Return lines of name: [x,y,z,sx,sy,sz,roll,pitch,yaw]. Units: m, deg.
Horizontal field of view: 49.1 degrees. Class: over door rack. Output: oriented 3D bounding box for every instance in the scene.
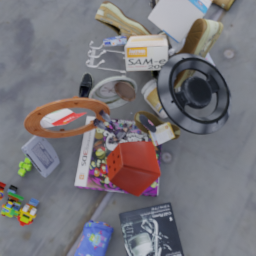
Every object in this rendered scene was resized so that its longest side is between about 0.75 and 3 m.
over door rack: [-0.750,-2.708,10.785,1.596,0.532,1.179,14,54,-13]

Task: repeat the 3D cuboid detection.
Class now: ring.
ring: [-1.857,-0.300,8.696,2.626,2.626,0.252,-13,69,-5]

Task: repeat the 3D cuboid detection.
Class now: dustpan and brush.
dustpan and brush: [1.865,-3.076,10.594,0.582,2.033,1.419,-30,103,24]

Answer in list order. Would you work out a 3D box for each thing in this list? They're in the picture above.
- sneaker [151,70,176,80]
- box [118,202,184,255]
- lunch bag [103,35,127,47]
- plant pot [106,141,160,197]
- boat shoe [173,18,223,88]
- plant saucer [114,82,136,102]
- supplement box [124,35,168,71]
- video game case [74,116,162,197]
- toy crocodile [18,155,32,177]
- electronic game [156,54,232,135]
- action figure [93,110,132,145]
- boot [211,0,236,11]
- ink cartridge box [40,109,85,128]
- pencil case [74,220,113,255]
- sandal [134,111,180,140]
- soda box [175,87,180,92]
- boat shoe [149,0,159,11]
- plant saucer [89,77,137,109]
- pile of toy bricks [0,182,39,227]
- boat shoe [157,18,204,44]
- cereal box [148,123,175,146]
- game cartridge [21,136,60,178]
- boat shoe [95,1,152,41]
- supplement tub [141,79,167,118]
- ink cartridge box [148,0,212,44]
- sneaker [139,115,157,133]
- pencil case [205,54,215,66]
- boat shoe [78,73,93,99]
sneaker: [1.188,-2.158,10.505,0.769,1.816,0.676,-4,102,-12]
box: [0.682,3.360,8.824,1.694,1.050,1.666,-12,73,-4]
lunch bag: [-0.423,-2.719,8.821,0.616,0.769,0.290,-15,107,-27]
plant pot: [0.053,1.098,8.144,1.091,1.238,1.237,17,41,-28]
boat shoe: [2.267,-2.425,9.750,0.889,2.836,1.039,-2,59,-20]
plant saucer: [-0.080,-1.218,9.256,0.817,0.817,0.131,28,55,10]
supplement box: [0.704,-2.767,10.200,1.438,0.839,2.283,-1,27,7]
video game case: [-0.266,0.979,10.039,2.888,0.517,2.618,7,70,3]
toy crocodile: [-3.565,1.186,10.068,0.397,0.363,1.177,17,66,7]
electronic game: [2.088,-1.080,8.661,2.657,0.553,2.657,6,71,-19]
action figure: [-0.444,0.069,8.585,0.895,1.376,0.477,-51,32,1]
boot: [4.075,-6.371,12.741,1.968,0.651,1.724,32,73,12]
ink cartridge box: [-2.339,-0.373,9.443,1.502,1.209,0.376,-10,106,32]
pencil case: [-1.265,4.009,8.678,0.982,0.882,2.261,22,70,1]
sandal: [0.996,-0.038,9.905,1.778,0.480,0.714,20,88,-13]
soda box: [2.066,-2.015,11.188,0.490,0.458,1.440,-7,69,-2]
boat shoe: [0.972,-4.715,10.537,0.334,1.065,0.387,20,77,8]
plant saucer: [-0.551,-1.289,9.673,1.710,1.710,0.429,-16,64,-6]
pile of toy bricks: [-3.919,2.611,9.338,1.787,0.991,0.882,28,100,-7]
boat shoe: [2.225,-4.189,11.781,2.255,0.844,0.697,-18,69,0]
cereal box: [1.153,0.216,9.619,0.795,0.157,0.572,-22,97,-13]
game cartridge: [-2.944,0.917,9.599,0.272,1.332,0.887,-6,33,41]
boat shoe: [-0.140,-3.921,11.423,2.662,0.954,1.014,31,82,-13]
supplement tub: [1.214,-1.120,10.583,0.951,0.951,1.314,-36,73,-13]
ink cartridge box: [1.953,-4.382,10.028,1.464,1.457,1.996,37,48,-7]
sneaker: [0.639,-0.122,9.323,0.270,0.316,0.770,-41,85,3]
pencil case: [2.924,-2.153,10.159,0.515,0.472,1.135,-29,90,-41]
boat shoe: [-1.685,-1.630,11.070,0.497,0.414,1.331,6,68,4]
